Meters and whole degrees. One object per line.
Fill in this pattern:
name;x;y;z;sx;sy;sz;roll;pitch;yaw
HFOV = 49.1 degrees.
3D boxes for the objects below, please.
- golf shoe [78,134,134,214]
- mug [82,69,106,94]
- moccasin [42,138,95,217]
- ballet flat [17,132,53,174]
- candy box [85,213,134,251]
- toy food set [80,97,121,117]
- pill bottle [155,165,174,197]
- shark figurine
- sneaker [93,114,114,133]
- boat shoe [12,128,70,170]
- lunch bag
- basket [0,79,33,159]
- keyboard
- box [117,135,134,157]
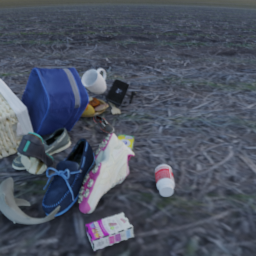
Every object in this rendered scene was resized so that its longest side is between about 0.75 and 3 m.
golf shoe;-0.597;1.489;8.851;1.292;1.064;2.824;34;52;-15
mug;-1.571;-2.401;14.291;0.968;1.150;1.312;25;81;32
moccasin;-1.992;1.423;8.962;1.188;1.007;2.952;-3;32;13
ballet flat;-2.963;0.971;8.859;0.907;2.483;0.907;2;65;-5
candy box;-0.496;2.731;7.427;1.109;0.338;0.756;-13;19;-18
toy food set;-1.953;-1.119;13.654;2.863;0.575;1.976;-8;32;-13
pill bottle;1.184;1.705;9.045;0.569;0.569;1.014;0;32;0
shark figurine;-3.114;2.166;7.809;2.270;0.947;1.356;24;43;22
sneaker;-1.071;-0.188;11.981;1.083;0.444;0.417;36;69;9
boat shoe;-3.239;0.720;10.480;0.880;0.746;2.416;26;40;35
lunch bag;-2.912;-0.953;11.260;1.931;2.919;1.983;-9;67;-38
basket;-5.132;-0.372;10.846;1.785;1.962;2.894;-28;49;-29
keyboard;-0.301;-1.753;14.665;1.410;0.229;2.220;23;39;-3
box;-0.135;0.639;10.956;0.653;0.269;1.114;6;37;3
